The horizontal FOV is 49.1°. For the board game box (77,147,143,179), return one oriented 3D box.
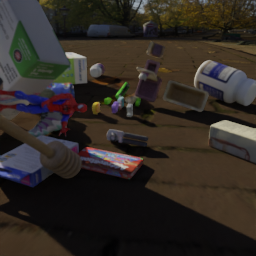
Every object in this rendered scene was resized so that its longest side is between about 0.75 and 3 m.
[{"bbox_3d":[-0.463,0.710,5.874,1.405,0.137,0.723,9,24,22],"label":"board game box"}]

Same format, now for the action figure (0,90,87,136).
[{"bbox_3d":[-1.740,-0.343,5.478,1.826,0.596,0.904,2,31,-4],"label":"action figure"}]

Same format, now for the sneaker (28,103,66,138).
[{"bbox_3d":[-2.209,-0.232,7.266,0.458,0.823,1.177,-14,6,36],"label":"sneaker"}]

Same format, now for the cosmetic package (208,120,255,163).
[{"bbox_3d":[2.553,0.285,6.403,0.641,0.541,1.240,-15,25,-35],"label":"cosmetic package"}]

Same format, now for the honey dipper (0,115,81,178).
[{"bbox_3d":[-1.585,0.118,4.304,0.541,2.846,0.541,-9,61,16],"label":"honey dipper"}]

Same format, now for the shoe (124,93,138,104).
[{"bbox_3d":[0.152,-1.049,10.231,0.408,0.311,1.167,-28,4,20],"label":"shoe"}]

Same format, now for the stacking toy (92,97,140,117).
[{"bbox_3d":[-0.338,-0.810,9.449,1.257,0.392,1.667,5,21,13],"label":"stacking toy"}]

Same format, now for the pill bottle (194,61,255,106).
[{"bbox_3d":[3.589,-1.607,10.243,1.211,1.211,2.023,-18,39,-39],"label":"pill bottle"}]

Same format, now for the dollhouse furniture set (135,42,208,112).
[{"bbox_3d":[1.481,-1.660,8.949,2.433,1.928,1.727,20,3,11],"label":"dollhouse furniture set"}]

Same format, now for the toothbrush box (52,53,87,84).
[{"bbox_3d":[-3.708,-2.794,13.320,2.980,1.283,2.169,-9,23,-25],"label":"toothbrush box"}]

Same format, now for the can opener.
[{"bbox_3d":[-0.022,0.242,6.842,1.048,0.276,0.348,10,1,16],"label":"can opener"}]

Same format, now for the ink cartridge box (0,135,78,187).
[{"bbox_3d":[-1.925,0.665,5.683,1.047,0.368,1.755,10,21,22],"label":"ink cartridge box"}]

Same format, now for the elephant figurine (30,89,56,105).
[{"bbox_3d":[-2.998,-1.048,8.958,1.198,0.930,0.848,23,22,-49],"label":"elephant figurine"}]

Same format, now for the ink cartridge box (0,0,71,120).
[{"bbox_3d":[-3.194,-1.712,7.333,2.858,2.070,1.200,-33,-9,28],"label":"ink cartridge box"}]

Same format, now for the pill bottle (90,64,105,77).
[{"bbox_3d":[-1.649,-3.023,14.815,0.620,0.620,1.113,3,22,8],"label":"pill bottle"}]

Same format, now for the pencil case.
[{"bbox_3d":[-2.863,-1.225,10.032,1.901,0.742,0.826,-1,35,-4],"label":"pencil case"}]

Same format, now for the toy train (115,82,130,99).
[{"bbox_3d":[-0.218,-1.466,11.011,0.330,0.244,1.171,-31,18,31],"label":"toy train"}]
